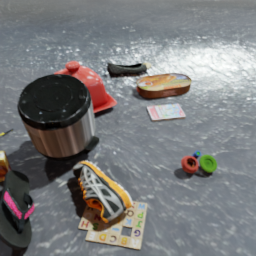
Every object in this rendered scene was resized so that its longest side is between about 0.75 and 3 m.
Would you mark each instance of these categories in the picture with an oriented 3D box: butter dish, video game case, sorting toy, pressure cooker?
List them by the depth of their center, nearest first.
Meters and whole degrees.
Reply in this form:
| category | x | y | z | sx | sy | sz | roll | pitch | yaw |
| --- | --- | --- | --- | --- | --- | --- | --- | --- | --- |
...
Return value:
| category | x | y | z | sx | sy | sz | roll | pitch | yaw |
| --- | --- | --- | --- | --- | --- | --- | --- | --- | --- |
| sorting toy | 2.418 | 1.276 | 9.889 | 1.313 | 0.539 | 0.789 | 4 | 59 | -13 |
| pressure cooker | -2.404 | -0.201 | 9.908 | 2.471 | 2.766 | 2.433 | -15 | 53 | -11 |
| butter dish | -2.408 | -1.958 | 12.773 | 2.925 | 2.168 | 2.933 | -22 | 42 | -28 |
| video game case | 1.716 | -0.707 | 12.803 | 1.519 | 0.133 | 1.086 | -6 | 37 | -8 |

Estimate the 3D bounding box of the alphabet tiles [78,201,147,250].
| category | x | y | z | sx | sy | sz | roll | pitch | yaw |
| --- | --- | --- | --- | --- | --- | --- | --- | --- | --- |
| alphabet tiles | -0.445 | 2.718 | 8.255 | 1.845 | 0.070 | 1.542 | 7 | 37 | 8 |

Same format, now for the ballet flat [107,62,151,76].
| category | x | y | z | sx | sy | sz | roll | pitch | yaw |
| --- | --- | --- | --- | --- | --- | --- | --- | --- | --- |
| ballet flat | 0.078 | -3.457 | 15.901 | 2.596 | 0.738 | 0.863 | -9 | 28 | -10 |

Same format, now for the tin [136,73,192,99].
| category | x | y | z | sx | sy | sz | roll | pitch | yaw |
| --- | --- | --- | --- | --- | --- | --- | --- | --- | --- |
| tin | 1.847 | -2.193 | 14.464 | 2.922 | 0.612 | 1.636 | -9 | 33 | -12 |

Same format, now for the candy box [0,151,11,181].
| category | x | y | z | sx | sy | sz | roll | pitch | yaw |
| --- | --- | --- | --- | --- | --- | --- | --- | --- | --- |
| candy box | -4.846 | 1.386 | 9.285 | 1.664 | 0.971 | 0.470 | -9 | 37 | -13 |

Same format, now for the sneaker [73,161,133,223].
| category | x | y | z | sx | sy | sz | roll | pitch | yaw |
| --- | --- | --- | --- | --- | --- | --- | --- | --- | --- |
| sneaker | -1.032 | 1.886 | 8.608 | 0.990 | 1.003 | 2.563 | -41 | 43 | -23 |

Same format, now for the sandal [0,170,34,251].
| category | x | y | z | sx | sy | sz | roll | pitch | yaw |
| --- | --- | --- | --- | --- | --- | --- | --- | --- | --- |
| sandal | -3.183 | 2.145 | 8.078 | 1.048 | 0.629 | 2.790 | 32 | 22 | -36 |

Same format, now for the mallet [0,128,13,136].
| category | x | y | z | sx | sy | sz | roll | pitch | yaw |
| --- | --- | --- | --- | --- | --- | --- | --- | --- | --- |
| mallet | -5.095 | 0.220 | 11.390 | 0.206 | 0.329 | 1.000 | 34 | 44 | 12 |
